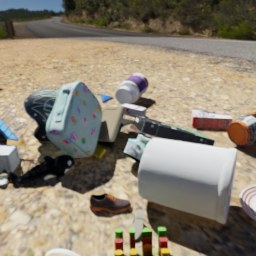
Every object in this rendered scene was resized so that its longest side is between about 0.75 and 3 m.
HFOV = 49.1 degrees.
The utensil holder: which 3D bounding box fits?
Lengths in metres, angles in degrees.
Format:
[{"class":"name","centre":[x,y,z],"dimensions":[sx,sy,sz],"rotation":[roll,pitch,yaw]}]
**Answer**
[{"class":"utensil holder","centre":[1.627,1.306,7.583],"dimensions":[2.261,1.922,1.922],"rotation":[10,26,24]}]

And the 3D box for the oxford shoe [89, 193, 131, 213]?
[{"class":"oxford shoe","centre":[-0.491,2.041,7.717],"dimensions":[1.173,0.425,0.417],"rotation":[1,24,-4]}]

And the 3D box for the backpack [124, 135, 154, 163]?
[{"class":"backpack","centre":[0.563,0.768,9.657],"dimensions":[1.297,0.994,1.140],"rotation":[14,0,34]}]

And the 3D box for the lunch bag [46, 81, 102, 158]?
[{"class":"lunch bag","centre":[-1.901,-0.343,10.173],"dimensions":[0.975,2.028,2.529],"rotation":[-11,53,27]}]

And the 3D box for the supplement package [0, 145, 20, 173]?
[{"class":"supplement package","centre":[-4.514,1.045,9.582],"dimensions":[1.299,0.739,0.711],"rotation":[1,25,2]}]

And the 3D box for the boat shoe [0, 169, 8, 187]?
[{"class":"boat shoe","centre":[-3.979,1.596,8.930],"dimensions":[0.290,0.266,0.777],"rotation":[-8,25,-18]}]

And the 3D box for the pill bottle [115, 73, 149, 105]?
[{"class":"pill bottle","centre":[0.195,-2.194,16.050],"dimensions":[1.314,1.314,2.359],"rotation":[10,30,21]}]

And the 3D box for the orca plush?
[{"class":"orca plush","centre":[-2.788,1.200,9.221],"dimensions":[2.110,0.750,1.110],"rotation":[-10,26,-21]}]

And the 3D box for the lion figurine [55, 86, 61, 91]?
[{"class":"lion figurine","centre":[-4.434,-2.403,18.023],"dimensions":[0.495,0.293,0.809],"rotation":[1,37,-16]}]

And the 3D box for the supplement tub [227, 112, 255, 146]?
[{"class":"supplement tub","centre":[5.018,0.007,11.308],"dimensions":[1.970,1.207,1.207],"rotation":[-14,28,-31]}]

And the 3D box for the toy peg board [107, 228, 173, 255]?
[{"class":"toy peg board","centre":[0.261,2.579,5.623],"dimensions":[1.429,0.699,1.423],"rotation":[-2,4,0]}]

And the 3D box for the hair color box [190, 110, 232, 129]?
[{"class":"hair color box","centre":[3.858,-0.412,13.118],"dimensions":[1.732,0.554,0.960],"rotation":[4,24,6]}]

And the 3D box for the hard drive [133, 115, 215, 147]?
[{"class":"hard drive","centre":[1.627,0.181,10.495],"dimensions":[2.676,0.506,1.870],"rotation":[14,7,-11]}]

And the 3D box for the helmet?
[{"class":"helmet","centre":[-3.157,-0.620,11.376],"dimensions":[2.070,1.974,2.070],"rotation":[9,39,-7]}]

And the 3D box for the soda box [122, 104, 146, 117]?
[{"class":"soda box","centre":[0.280,-0.885,14.352],"dimensions":[1.288,0.410,0.439],"rotation":[17,29,33]}]

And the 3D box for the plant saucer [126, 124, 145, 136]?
[{"class":"plant saucer","centre":[0.454,0.039,12.544],"dimensions":[1.081,0.198,1.081],"rotation":[1,24,0]}]

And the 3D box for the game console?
[{"class":"game console","centre":[-0.899,0.050,11.958],"dimensions":[1.860,1.636,1.083],"rotation":[15,-16,31]}]

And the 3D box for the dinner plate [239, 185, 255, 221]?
[{"class":"dinner plate","centre":[4.092,2.212,7.574],"dimensions":[2.056,0.249,2.056],"rotation":[-1,24,0]}]

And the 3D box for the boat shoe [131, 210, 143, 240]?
[{"class":"boat shoe","centre":[0.223,2.457,7.019],"dimensions":[0.290,0.250,0.798],"rotation":[15,45,5]}]

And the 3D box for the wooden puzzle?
[{"class":"wooden puzzle","centre":[-1.059,-0.131,11.189],"dimensions":[1.857,0.322,2.753],"rotation":[10,65,34]}]

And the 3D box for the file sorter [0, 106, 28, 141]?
[{"class":"file sorter","centre":[-4.316,-0.157,10.211],"dimensions":[1.109,0.680,0.770],"rotation":[46,0,10]}]

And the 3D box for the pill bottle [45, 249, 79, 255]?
[{"class":"pill bottle","centre":[-1.341,3.046,4.665],"dimensions":[1.017,1.017,1.700],"rotation":[6,31,14]}]

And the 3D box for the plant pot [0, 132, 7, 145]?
[{"class":"plant pot","centre":[-5.478,0.185,10.554],"dimensions":[1.738,1.738,1.721],"rotation":[-17,36,-33]}]
